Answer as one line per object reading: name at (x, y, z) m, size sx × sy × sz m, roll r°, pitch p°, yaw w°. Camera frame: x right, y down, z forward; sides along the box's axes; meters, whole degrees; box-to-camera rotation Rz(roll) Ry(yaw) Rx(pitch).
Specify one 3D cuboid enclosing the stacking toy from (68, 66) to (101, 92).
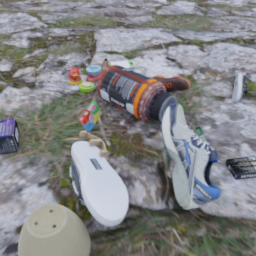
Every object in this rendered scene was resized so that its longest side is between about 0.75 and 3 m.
stacking toy at (-1.724, -2.250, 12.200) m, size 1.584 × 0.669 × 1.434 m, roll -22°, pitch 42°, yaw -25°

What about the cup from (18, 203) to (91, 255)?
cup at (-1.621, 2.270, 5.955) m, size 1.569 × 1.122 × 1.569 m, roll 0°, pitch 37°, yaw 0°

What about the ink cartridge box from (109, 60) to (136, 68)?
ink cartridge box at (-0.270, -2.930, 13.403) m, size 1.151 × 0.276 × 0.838 m, roll -6°, pitch 38°, yaw -8°

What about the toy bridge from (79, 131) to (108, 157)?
toy bridge at (-0.927, 0.415, 7.941) m, size 0.407 × 0.165 × 1.210 m, roll -2°, pitch 30°, yaw -42°

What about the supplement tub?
supplement tub at (0.312, -1.187, 10.133) m, size 2.834 × 1.516 × 1.516 m, roll 29°, pitch 46°, yaw 33°

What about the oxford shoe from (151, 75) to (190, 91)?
oxford shoe at (1.654, -1.759, 11.558) m, size 1.795 × 0.639 × 0.651 m, roll 11°, pitch 33°, yaw 35°

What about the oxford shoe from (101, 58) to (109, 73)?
oxford shoe at (-1.130, -2.963, 13.345) m, size 0.390 × 0.399 × 1.095 m, roll -1°, pitch 38°, yaw -1°

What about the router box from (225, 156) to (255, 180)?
router box at (3.391, 1.153, 8.134) m, size 0.887 × 0.226 × 0.661 m, roll -6°, pitch 38°, yaw -7°

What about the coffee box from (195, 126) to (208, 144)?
coffee box at (2.173, 0.415, 8.016) m, size 0.183 × 0.832 × 0.512 m, roll -24°, pitch 24°, yaw 14°

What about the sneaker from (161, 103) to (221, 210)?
sneaker at (1.655, 0.597, 7.010) m, size 1.146 × 2.689 × 1.036 m, roll -19°, pitch -15°, yaw 29°

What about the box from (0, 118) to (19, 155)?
box at (-4.203, 0.309, 8.847) m, size 1.334 × 0.696 × 0.987 m, roll -9°, pitch 39°, yaw -13°

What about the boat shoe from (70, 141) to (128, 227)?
boat shoe at (-0.895, 1.487, 7.061) m, size 1.051 × 0.993 × 2.929 m, roll 2°, pitch 28°, yaw -30°

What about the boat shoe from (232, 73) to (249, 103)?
boat shoe at (4.616, -1.620, 11.374) m, size 0.516 × 0.625 × 1.822 m, roll 19°, pitch 47°, yaw 8°

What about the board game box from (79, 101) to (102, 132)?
board game box at (-1.265, -0.384, 9.499) m, size 0.168 × 0.638 × 0.834 m, roll 20°, pitch 67°, yaw 28°
